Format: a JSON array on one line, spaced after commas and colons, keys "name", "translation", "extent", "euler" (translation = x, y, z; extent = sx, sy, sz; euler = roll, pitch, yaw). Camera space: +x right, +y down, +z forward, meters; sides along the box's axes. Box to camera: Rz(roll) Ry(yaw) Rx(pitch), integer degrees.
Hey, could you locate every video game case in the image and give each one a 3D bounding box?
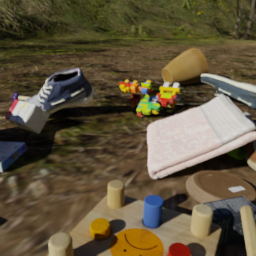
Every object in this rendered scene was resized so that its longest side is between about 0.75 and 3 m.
[{"name": "video game case", "translation": [-3.400, 0.705, 7.181], "extent": [1.066, 0.267, 1.176], "euler": [4, 22, 8]}]

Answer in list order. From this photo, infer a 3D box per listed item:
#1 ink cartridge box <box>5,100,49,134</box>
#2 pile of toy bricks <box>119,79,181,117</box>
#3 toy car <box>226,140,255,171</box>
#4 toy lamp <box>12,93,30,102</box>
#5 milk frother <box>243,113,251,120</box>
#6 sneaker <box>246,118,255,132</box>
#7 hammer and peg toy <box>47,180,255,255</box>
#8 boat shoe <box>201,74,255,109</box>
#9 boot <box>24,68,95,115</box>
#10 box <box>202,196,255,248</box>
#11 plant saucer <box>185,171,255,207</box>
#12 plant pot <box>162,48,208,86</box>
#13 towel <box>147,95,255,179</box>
[{"name": "ink cartridge box", "translation": [-3.179, -0.349, 8.855], "extent": [0.989, 0.715, 0.719], "euler": [14, -19, 31]}, {"name": "pile of toy bricks", "translation": [0.711, -0.922, 10.217], "extent": [2.422, 1.344, 1.196], "euler": [10, 60, 29]}, {"name": "toy car", "translation": [3.797, -0.287, 6.462], "extent": [2.082, 2.639, 2.168], "euler": [-13, 25, -30]}, {"name": "toy lamp", "translation": [-4.003, -1.184, 11.592], "extent": [1.682, 0.490, 0.490], "euler": [8, 23, 19]}, {"name": "milk frother", "translation": [3.627, -0.457, 9.402], "extent": [0.724, 0.770, 0.695], "euler": [-5, 22, -12]}, {"name": "sneaker", "translation": [2.954, -0.229, 8.459], "extent": [1.271, 0.821, 2.344], "euler": [-20, 19, -35]}, {"name": "hammer and peg toy", "translation": [0.514, 1.745, 3.692], "extent": [2.785, 0.982, 2.049], "euler": [11, 23, 23]}, {"name": "boat shoe", "translation": [4.269, -1.601, 11.905], "extent": [1.110, 0.917, 2.966], "euler": [-3, 23, -45]}, {"name": "boot", "translation": [-2.670, -1.236, 9.661], "extent": [2.817, 1.273, 1.025], "euler": [-17, 56, 6]}, {"name": "box", "translation": [1.648, 1.548, 4.639], "extent": [0.816, 0.606, 0.437], "euler": [-5, 23, -14]}, {"name": "plant saucer", "translation": [1.920, 1.241, 5.697], "extent": [1.474, 0.217, 1.474], "euler": [7, 18, -2]}, {"name": "plant pot", "translation": [2.819, -3.012, 14.739], "extent": [1.970, 1.836, 1.836], "euler": [-24, 29, -19]}, {"name": "towel", "translation": [1.640, 0.080, 7.168], "extent": [2.527, 0.426, 2.645], "euler": [-24, 18, 13]}]
